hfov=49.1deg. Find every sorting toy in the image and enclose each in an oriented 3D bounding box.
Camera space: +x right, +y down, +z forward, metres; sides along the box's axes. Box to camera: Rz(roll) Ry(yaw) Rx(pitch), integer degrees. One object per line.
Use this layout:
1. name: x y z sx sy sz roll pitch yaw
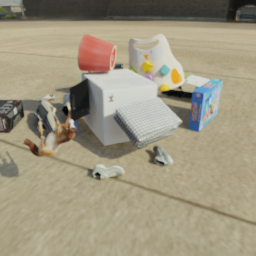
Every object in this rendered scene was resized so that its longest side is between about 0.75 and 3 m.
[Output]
1. sorting toy: 0.957 -2.880 12.494 2.625 2.363 1.403 0 26 26

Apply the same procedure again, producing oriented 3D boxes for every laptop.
1. laptop: -1.825 -0.850 11.138 1.631 1.527 0.945 -23 -28 33

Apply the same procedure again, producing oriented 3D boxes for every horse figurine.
1. horse figurine: -2.014 0.194 7.407 0.489 1.958 1.297 26 35 -47

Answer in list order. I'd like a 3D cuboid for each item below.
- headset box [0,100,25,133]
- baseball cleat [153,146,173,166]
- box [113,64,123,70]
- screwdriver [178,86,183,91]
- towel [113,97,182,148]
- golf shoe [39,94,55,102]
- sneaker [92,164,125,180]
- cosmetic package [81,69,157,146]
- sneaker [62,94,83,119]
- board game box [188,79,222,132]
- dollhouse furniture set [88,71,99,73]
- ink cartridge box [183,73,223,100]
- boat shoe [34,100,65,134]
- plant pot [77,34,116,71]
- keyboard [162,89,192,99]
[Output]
1. headset box: -5.997 -0.554 12.150 2.337 0.877 1.737 1 26 2
2. baseball cleat: 1.059 0.946 9.671 0.575 0.376 1.079 -14 28 -26
3. box: -1.185 -2.891 16.305 1.960 1.384 0.773 -23 30 -39
4. screwdriver: 3.184 -2.243 16.522 0.164 0.157 1.124 31 22 -28
5. towel: 0.644 -0.217 9.612 1.857 0.795 1.538 -19 52 -29
6. golf shoe: -4.318 -1.599 14.884 0.813 0.374 0.295 -11 29 -19
7. sneaker: -0.628 1.445 8.730 1.044 0.395 0.480 1 32 19
8. cosmetic package: -0.459 -0.974 11.396 2.234 2.220 2.669 -10 27 -23
9. sneaker: -2.743 -1.062 13.238 0.993 0.857 2.266 -17 30 -30
10. board game box: 3.386 -1.038 12.206 0.509 1.721 2.263 18 30 31
11. dollhouse furniture set: -0.884 -2.297 14.081 2.753 1.950 2.997 -12 25 -26
12. ink cartridge box: 3.714 -2.103 14.969 2.240 0.848 1.655 21 32 19
13. boat shoe: -3.325 -0.173 11.770 0.919 1.065 2.931 -46 39 4
14. plant pot: -1.195 -2.893 11.191 1.276 1.442 1.442 12 27 6
15. keyboard: 2.913 -2.017 15.699 2.008 0.398 1.045 11 30 25
